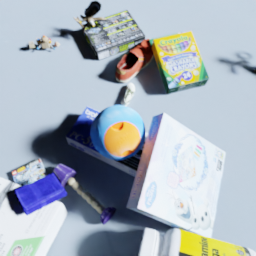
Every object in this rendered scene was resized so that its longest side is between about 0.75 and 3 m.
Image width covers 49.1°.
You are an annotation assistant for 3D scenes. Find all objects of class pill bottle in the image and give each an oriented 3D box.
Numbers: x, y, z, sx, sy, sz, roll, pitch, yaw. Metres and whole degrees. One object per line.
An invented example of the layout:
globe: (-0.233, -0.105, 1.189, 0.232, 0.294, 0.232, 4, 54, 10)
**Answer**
pill bottle: (1.727, 3.657, 7.340, 2.955, 1.661, 1.661, 13, 63, 7)

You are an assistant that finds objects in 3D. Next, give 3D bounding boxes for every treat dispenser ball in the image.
treat dispenser ball: (-0.304, 0.148, 8.466, 1.658, 1.658, 1.658, 0, 62, 0)

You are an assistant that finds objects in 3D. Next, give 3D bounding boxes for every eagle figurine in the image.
eagle figurine: (-1.453, -4.497, 11.462, 1.247, 0.946, 0.941, -31, 93, 12)

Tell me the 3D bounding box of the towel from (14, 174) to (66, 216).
towel: (-2.445, 1.794, 7.804, 1.221, 0.303, 0.902, -22, 52, -33)

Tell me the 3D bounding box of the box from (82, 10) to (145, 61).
box: (-0.634, -4.009, 12.009, 2.236, 0.495, 1.792, -24, 64, -12)

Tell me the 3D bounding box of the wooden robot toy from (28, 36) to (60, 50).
wooden robot toy: (-3.505, -3.635, 11.616, 1.274, 0.578, 0.561, 0, 59, -4)

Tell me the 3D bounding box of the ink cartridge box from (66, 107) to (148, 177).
ink cartridge box: (-0.447, 0.509, 9.560, 2.997, 0.663, 1.409, 25, 64, 13)

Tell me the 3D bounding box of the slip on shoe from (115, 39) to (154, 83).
slip on shoe: (0.335, -2.815, 11.250, 0.900, 0.744, 2.431, 33, 67, 18)

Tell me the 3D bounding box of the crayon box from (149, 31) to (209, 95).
crayon box: (1.935, -2.733, 10.962, 1.606, 0.659, 2.555, -15, 74, -5)

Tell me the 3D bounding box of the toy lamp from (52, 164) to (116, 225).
toy lamp: (-1.439, 2.007, 8.781, 2.347, 0.683, 0.683, 36, 68, 18)

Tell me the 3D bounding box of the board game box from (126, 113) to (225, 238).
board game box: (1.552, 1.431, 8.200, 2.778, 0.605, 2.791, 31, 64, -26)

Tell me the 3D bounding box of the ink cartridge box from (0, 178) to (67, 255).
ink cartridge box: (-3.542, 2.711, 8.039, 2.827, 1.192, 2.065, 19, 58, 9)

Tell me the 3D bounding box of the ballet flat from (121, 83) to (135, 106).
ballet flat: (0.056, -1.282, 10.645, 0.377, 0.377, 1.086, 18, 65, 9)

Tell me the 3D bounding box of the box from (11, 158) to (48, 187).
box: (-3.263, 1.543, 9.281, 1.013, 0.202, 0.693, -26, 66, -13)
